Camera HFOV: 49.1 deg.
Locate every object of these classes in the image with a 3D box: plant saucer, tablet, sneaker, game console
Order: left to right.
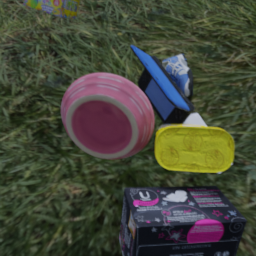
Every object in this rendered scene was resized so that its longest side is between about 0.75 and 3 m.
[{"bbox_3d":[-0.493,-0.103,5.854,2.041,2.041,0.517,10,33,9],"label":"plant saucer"},{"bbox_3d":[0.626,-0.869,6.829,1.096,1.581,1.852,-17,64,-32],"label":"game console"},{"bbox_3d":[2.030,-2.061,11.331,0.968,0.951,2.512,-9,41,1],"label":"sneaker"},{"bbox_3d":[2.068,0.351,7.355,1.102,0.116,1.693,-12,65,-51],"label":"tablet"}]

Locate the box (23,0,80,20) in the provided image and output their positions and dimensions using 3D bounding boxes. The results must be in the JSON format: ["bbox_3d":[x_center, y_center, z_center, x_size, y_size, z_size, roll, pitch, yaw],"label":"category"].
[{"bbox_3d":[-2.280,-3.830,8.486,1.212,0.739,1.168,20,20,5],"label":"box"}]

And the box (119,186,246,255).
[{"bbox_3d":[0.876,1.852,5.065,1.900,1.255,1.090,2,22,-12],"label":"box"}]

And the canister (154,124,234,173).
[{"bbox_3d":[1.270,0.333,5.903,1.406,1.894,0.820,2,94,5],"label":"canister"}]
